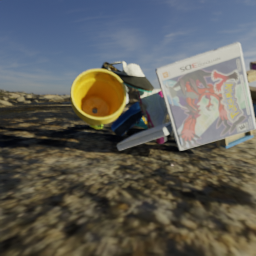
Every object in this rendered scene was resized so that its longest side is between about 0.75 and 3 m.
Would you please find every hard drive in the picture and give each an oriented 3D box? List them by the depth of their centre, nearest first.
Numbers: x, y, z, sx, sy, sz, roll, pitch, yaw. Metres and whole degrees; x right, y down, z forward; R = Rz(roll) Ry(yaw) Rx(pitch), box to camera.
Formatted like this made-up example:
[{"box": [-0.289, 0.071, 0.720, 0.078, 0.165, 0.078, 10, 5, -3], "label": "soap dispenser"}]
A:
[{"box": [0.646, 0.211, 8.675, 1.794, 0.239, 1.183, -20, 4, 38], "label": "hard drive"}]

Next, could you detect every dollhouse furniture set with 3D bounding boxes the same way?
[{"box": [3.245, -0.804, 8.863, 2.243, 2.117, 1.463, -22, 20, -12], "label": "dollhouse furniture set"}]

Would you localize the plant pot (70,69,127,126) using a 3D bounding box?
[{"box": [-0.942, -0.743, 8.485, 1.582, 1.582, 1.488, -1, -17, -12], "label": "plant pot"}]

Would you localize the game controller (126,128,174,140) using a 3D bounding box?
[{"box": [0.965, 0.279, 12.312, 2.036, 0.429, 1.062, 3, -7, 23], "label": "game controller"}]

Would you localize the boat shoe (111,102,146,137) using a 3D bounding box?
[{"box": [0.216, -0.460, 12.285, 2.099, 0.720, 0.883, -36, 33, 7], "label": "boat shoe"}]

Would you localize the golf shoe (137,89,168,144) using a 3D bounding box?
[{"box": [1.116, -0.567, 10.457, 1.153, 2.520, 0.949, -15, -34, -3], "label": "golf shoe"}]

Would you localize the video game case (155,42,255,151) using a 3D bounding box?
[{"box": [2.109, -0.756, 7.506, 2.196, 2.410, 0.277, -17, 19, 7], "label": "video game case"}]

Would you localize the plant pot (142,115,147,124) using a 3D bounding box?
[{"box": [1.044, -0.829, 12.872, 0.880, 0.879, 0.776, -24, 21, 23], "label": "plant pot"}]

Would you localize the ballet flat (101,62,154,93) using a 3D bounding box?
[{"box": [-0.116, -2.049, 10.773, 2.626, 0.898, 0.893, 20, 19, 32], "label": "ballet flat"}]

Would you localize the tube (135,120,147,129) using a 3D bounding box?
[{"box": [1.084, -0.140, 13.825, 0.892, 0.581, 2.305, -13, 23, -37], "label": "tube"}]

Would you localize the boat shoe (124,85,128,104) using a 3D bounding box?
[{"box": [-0.235, -1.930, 14.186, 0.527, 1.486, 0.536, -12, -7, -44], "label": "boat shoe"}]

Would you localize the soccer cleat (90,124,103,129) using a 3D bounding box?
[{"box": [-1.807, -0.177, 15.554, 0.790, 0.611, 1.889, -29, 8, 8], "label": "soccer cleat"}]
